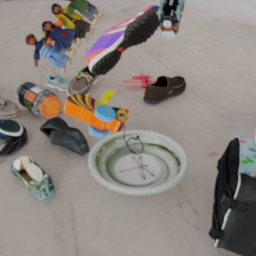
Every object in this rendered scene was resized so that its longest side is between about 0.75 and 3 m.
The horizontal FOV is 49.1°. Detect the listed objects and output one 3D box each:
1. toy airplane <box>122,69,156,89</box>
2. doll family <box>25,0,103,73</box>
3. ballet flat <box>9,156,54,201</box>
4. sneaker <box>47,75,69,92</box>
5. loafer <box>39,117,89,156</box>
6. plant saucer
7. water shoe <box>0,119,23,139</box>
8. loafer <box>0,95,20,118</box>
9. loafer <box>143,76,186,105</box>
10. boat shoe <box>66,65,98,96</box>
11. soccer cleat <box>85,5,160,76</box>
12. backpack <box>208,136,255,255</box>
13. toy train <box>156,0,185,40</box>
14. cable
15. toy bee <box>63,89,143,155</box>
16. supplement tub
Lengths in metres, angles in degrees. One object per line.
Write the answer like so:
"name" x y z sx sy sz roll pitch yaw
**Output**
"toy airplane" 0.701 -2.201 12.891 2.118 0.390 2.118 0 32 0
"doll family" -1.981 -2.895 8.288 1.503 2.600 1.020 35 -7 -7
"ballet flat" -2.560 1.111 7.359 1.985 0.737 0.737 28 41 37
"sneaker" -3.018 -2.002 12.368 1.400 0.604 0.543 10 34 16
"loafer" -1.983 0.313 8.599 0.802 0.775 2.284 -28 37 -30
"plant saucer" 0.253 1.004 7.535 2.617 0.657 2.617 0 32 0
"water shoe" -3.948 0.066 9.047 1.511 0.596 0.540 12 51 21
"loafer" -5.294 -0.971 10.538 2.549 0.801 0.916 10 34 16
"loafer" 1.632 -1.757 11.703 0.912 0.892 2.500 25 40 34
"boat shoe" -1.887 -2.096 12.173 0.942 0.780 2.621 28 34 -1
"soccer cleat" -0.231 -2.924 8.842 1.013 2.969 1.087 13 46 -57
"backpack" 2.590 1.289 5.854 1.681 1.983 2.233 10 28 7
"toy train" 1.246 -3.268 7.853 0.712 0.952 1.670 5 61 15
"cable" -4.194 0.177 8.967 1.750 0.545 2.145 -14 34 -22
"toy bee" -0.425 -0.174 5.857 1.755 1.149 0.954 48 34 -7
"supplement tub" -3.312 -1.025 10.419 1.680 1.029 1.029 28 41 35
